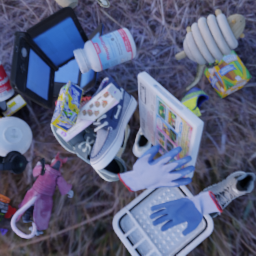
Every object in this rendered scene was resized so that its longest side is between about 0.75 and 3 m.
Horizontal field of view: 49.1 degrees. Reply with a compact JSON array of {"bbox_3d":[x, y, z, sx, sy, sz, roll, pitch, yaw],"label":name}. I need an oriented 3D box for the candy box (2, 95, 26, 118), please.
[{"bbox_3d":[-4.837,-0.901,11.752,1.017,0.134,0.520,-38,78,-10],"label":"candy box"}]

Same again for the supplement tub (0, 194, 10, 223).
[{"bbox_3d":[-4.940,3.118,9.979,0.934,0.934,1.525,24,73,7],"label":"supplement tub"}]

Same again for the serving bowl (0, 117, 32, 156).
[{"bbox_3d":[-3.600,0.252,8.690,1.293,0.425,1.293,10,72,-32],"label":"serving bowl"}]

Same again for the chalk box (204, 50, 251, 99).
[{"bbox_3d":[3.997,-2.386,11.683,1.131,1.124,1.813,-27,75,-8],"label":"chalk box"}]

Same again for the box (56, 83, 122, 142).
[{"bbox_3d":[-1.112,-0.381,7.744,0.440,2.272,0.471,46,33,-16],"label":"box"}]

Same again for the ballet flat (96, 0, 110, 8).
[{"bbox_3d":[-0.972,-4.310,9.142,0.366,1.054,0.366,-15,64,32],"label":"ballet flat"}]

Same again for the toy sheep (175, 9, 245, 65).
[{"bbox_3d":[2.545,-2.773,8.826,2.302,1.587,1.587,-29,72,30],"label":"toy sheep"}]

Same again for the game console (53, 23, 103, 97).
[{"bbox_3d":[-2.279,-2.799,11.530,2.406,1.668,2.819,5,73,1],"label":"game console"}]

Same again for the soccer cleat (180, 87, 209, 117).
[{"bbox_3d":[2.286,-0.571,11.235,1.073,0.829,2.565,31,73,26],"label":"soccer cleat"}]

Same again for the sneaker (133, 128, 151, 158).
[{"bbox_3d":[0.801,0.108,10.974,0.820,1.045,2.104,16,74,5],"label":"sneaker"}]

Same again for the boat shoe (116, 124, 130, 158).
[{"bbox_3d":[-0.559,0.791,10.922,0.823,0.753,2.201,18,74,5],"label":"boat shoe"}]

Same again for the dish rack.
[{"bbox_3d":[1.222,3.425,10.045,2.943,0.641,2.526,-39,76,-2],"label":"dish rack"}]

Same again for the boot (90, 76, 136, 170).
[{"bbox_3d":[-0.747,-0.216,8.286,1.273,1.025,2.818,43,46,-24],"label":"boot"}]

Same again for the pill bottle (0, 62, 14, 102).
[{"bbox_3d":[-3.990,-1.535,8.166,0.803,1.430,0.803,-7,39,6],"label":"pill bottle"}]

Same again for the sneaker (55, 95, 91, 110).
[{"bbox_3d":[-1.873,-0.745,11.385,2.141,0.757,1.046,-6,73,1],"label":"sneaker"}]

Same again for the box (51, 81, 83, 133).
[{"bbox_3d":[-1.614,-0.598,7.523,0.503,0.461,1.435,35,37,-29],"label":"box"}]

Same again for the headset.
[{"bbox_3d":[-3.212,1.089,7.992,1.673,1.033,0.786,-3,96,-31],"label":"headset"}]

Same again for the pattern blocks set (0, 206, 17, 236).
[{"bbox_3d":[-5.294,3.393,10.453,1.865,0.151,1.639,21,73,6],"label":"pattern blocks set"}]

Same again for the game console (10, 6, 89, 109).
[{"bbox_3d":[-2.388,-2.128,9.360,1.692,2.907,2.556,1,81,6],"label":"game console"}]

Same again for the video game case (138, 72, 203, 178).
[{"bbox_3d":[1.097,0.015,8.053,0.308,2.597,2.364,-30,55,-18],"label":"video game case"}]

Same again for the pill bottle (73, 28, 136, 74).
[{"bbox_3d":[-0.783,-2.516,9.346,1.911,1.039,1.039,-23,75,-8],"label":"pill bottle"}]

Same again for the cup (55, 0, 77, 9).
[{"bbox_3d":[-2.131,-4.581,9.892,0.859,0.859,0.614,-34,91,-10],"label":"cup"}]

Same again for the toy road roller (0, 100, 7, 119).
[{"bbox_3d":[-5.724,-0.315,10.644,1.515,1.800,2.466,-12,74,4],"label":"toy road roller"}]

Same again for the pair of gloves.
[{"bbox_3d":[1.116,1.740,7.472,2.739,2.202,0.312,53,35,-9],"label":"pair of gloves"}]

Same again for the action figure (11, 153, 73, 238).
[{"bbox_3d":[-3.095,2.134,9.956,1.871,2.080,2.794,24,89,13],"label":"action figure"}]

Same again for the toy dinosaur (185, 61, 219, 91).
[{"bbox_3d":[2.822,-2.583,10.081,0.619,1.150,2.609,9,94,-37],"label":"toy dinosaur"}]

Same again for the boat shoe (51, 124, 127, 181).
[{"bbox_3d":[-1.160,0.590,8.870,2.916,0.901,1.062,46,65,-13],"label":"boat shoe"}]

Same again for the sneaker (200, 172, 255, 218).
[{"bbox_3d":[3.484,2.351,10.057,2.615,1.510,0.981,-36,77,-10],"label":"sneaker"}]
